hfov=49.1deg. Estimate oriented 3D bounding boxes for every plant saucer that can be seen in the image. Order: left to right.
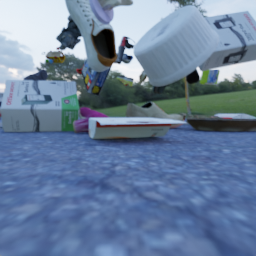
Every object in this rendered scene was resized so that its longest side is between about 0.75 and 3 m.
[{"bbox_3d":[3.403,-0.126,9.817,2.690,0.431,2.690,-1,3,0],"label":"plant saucer"}]

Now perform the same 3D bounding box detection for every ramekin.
[{"bbox_3d":[1.427,-2.687,9.042,1.285,2.636,2.636,48,-22,-25],"label":"ramekin"}]

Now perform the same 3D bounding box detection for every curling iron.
[{"bbox_3d":[-0.117,-2.581,9.228,0.531,0.274,2.141,28,33,-9],"label":"curling iron"}]

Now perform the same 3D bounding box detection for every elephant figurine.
[{"bbox_3d":[-2.110,-3.225,9.943,0.991,1.401,1.087,31,-8,18],"label":"elephant figurine"}]

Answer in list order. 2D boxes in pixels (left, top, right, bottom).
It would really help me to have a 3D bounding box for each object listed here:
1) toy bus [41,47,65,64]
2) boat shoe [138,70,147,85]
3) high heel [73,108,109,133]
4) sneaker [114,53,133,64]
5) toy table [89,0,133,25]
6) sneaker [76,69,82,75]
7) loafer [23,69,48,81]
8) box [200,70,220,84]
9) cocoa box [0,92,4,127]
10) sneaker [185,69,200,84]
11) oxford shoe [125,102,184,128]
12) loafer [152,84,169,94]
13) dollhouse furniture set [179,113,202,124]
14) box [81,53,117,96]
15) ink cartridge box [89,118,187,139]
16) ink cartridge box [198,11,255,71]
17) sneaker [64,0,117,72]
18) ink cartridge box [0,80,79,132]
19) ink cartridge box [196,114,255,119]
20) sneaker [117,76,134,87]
[{"bbox_3d":[-3.352,-3.196,12.752,0.888,0.486,0.941,-29,50,-6],"label":"toy bus"},{"bbox_3d":[0.796,-2.863,15.718,0.439,0.412,1.191,-38,-6,-24],"label":"boat shoe"},{"bbox_3d":[-1.011,-0.300,8.779,1.092,0.767,2.277,-9,7,1],"label":"high heel"},{"bbox_3d":[-0.346,-4.103,16.319,1.536,0.592,0.654,-10,-7,-38],"label":"sneaker"},{"bbox_3d":[-0.416,-2.870,6.226,0.611,1.043,0.959,-30,-28,35],"label":"toy table"},{"bbox_3d":[-2.341,-2.934,14.696,0.868,0.334,0.369,6,-26,18],"label":"sneaker"},{"bbox_3d":[-4.380,-2.189,12.930,0.584,0.667,1.855,-13,23,21],"label":"loafer"},{"bbox_3d":[3.858,-2.384,13.118,0.254,0.649,1.064,10,2,-30],"label":"box"},{"bbox_3d":[-5.955,-0.748,11.706,1.497,1.473,2.245,2,4,41],"label":"cocoa box"},{"bbox_3d":[2.546,-2.433,11.378,0.567,0.655,1.582,-9,-32,18],"label":"sneaker"},{"bbox_3d":[1.126,-0.488,10.798,2.813,1.038,0.996,-2,4,-39],"label":"oxford shoe"},{"bbox_3d":[2.083,-2.860,13.104,0.918,2.917,1.048,28,13,21],"label":"loafer"},{"bbox_3d":[3.234,-0.347,14.473,1.226,0.638,1.239,15,10,30],"label":"dollhouse furniture set"},{"bbox_3d":[-1.150,-2.379,10.403,0.476,1.634,2.387,18,22,-24],"label":"box"},{"bbox_3d":[0.090,0.051,6.033,1.688,0.522,2.082,-1,7,-13],"label":"ink cartridge box"},{"bbox_3d":[3.953,-3.570,11.396,2.687,1.952,1.120,-13,-30,-8],"label":"ink cartridge box"},{"bbox_3d":[-0.938,-3.180,8.120,1.066,2.929,1.240,-25,10,-27],"label":"sneaker"},{"bbox_3d":[-2.840,-0.735,9.166,2.292,0.964,1.673,-1,41,-16],"label":"ink cartridge box"},{"bbox_3d":[4.182,-0.472,12.037,1.968,0.493,1.584,16,-2,-17],"label":"ink cartridge box"},{"bbox_3d":[-0.202,-2.732,16.423,1.175,0.531,0.459,24,31,32],"label":"sneaker"}]
